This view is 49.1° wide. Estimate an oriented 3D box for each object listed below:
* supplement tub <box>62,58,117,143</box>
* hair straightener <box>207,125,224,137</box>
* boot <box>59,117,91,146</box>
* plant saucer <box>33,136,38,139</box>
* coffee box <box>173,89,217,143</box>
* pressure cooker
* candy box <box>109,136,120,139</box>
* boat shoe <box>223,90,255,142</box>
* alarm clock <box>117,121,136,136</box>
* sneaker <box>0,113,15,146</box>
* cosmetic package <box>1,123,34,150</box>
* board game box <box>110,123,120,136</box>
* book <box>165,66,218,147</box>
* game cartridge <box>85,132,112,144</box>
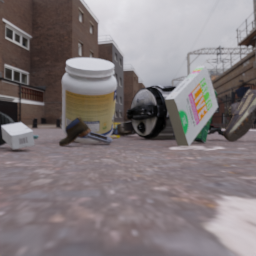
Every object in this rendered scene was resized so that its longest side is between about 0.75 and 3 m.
[{"bbox_3d":[-1.338,-0.956,9.566,1.828,2.532,1.828,5,27,-3],"label":"supplement tub"},{"bbox_3d":[3.507,0.190,11.036,1.672,0.342,0.643,10,30,-53],"label":"hair straightener"},{"bbox_3d":[-1.545,0.098,7.593,1.089,0.528,0.407,-25,14,22],"label":"boot"},{"bbox_3d":[-4.704,0.401,11.844,1.719,0.163,0.601,-1,1,-10],"label":"plant saucer"},{"bbox_3d":[2.224,-0.444,9.351,1.098,1.786,0.393,9,-15,36],"label":"coffee box"},{"bbox_3d":[1.257,-0.599,11.622,2.500,2.233,2.199,0,-44,-30],"label":"pressure cooker"},{"bbox_3d":[-0.861,0.406,12.171,0.912,0.120,0.466,-2,-1,-39],"label":"candy box"},{"bbox_3d":[4.160,-0.484,10.259,0.864,2.356,0.878,31,-19,44],"label":"boat shoe"},{"bbox_3d":[0.115,0.062,14.401,1.351,0.667,2.004,-9,-4,-4],"label":"alarm clock"},{"bbox_3d":[-4.083,-0.025,7.640,2.863,1.061,1.267,1,3,17],"label":"sneaker"},{"bbox_3d":[-2.531,0.169,6.390,0.492,0.354,0.873,-13,23,-36],"label":"cosmetic package"},{"bbox_3d":[-1.643,0.079,15.732,2.610,0.740,2.158,0,-1,25],"label":"board game box"},{"bbox_3d":[1.722,-0.650,7.561,0.495,1.376,2.060,2,34,39],"label":"book"},{"bbox_3d":[-0.915,0.288,8.359,0.850,0.174,0.566,18,-16,-10],"label":"game cartridge"}]
